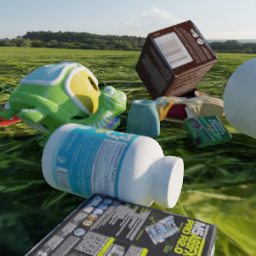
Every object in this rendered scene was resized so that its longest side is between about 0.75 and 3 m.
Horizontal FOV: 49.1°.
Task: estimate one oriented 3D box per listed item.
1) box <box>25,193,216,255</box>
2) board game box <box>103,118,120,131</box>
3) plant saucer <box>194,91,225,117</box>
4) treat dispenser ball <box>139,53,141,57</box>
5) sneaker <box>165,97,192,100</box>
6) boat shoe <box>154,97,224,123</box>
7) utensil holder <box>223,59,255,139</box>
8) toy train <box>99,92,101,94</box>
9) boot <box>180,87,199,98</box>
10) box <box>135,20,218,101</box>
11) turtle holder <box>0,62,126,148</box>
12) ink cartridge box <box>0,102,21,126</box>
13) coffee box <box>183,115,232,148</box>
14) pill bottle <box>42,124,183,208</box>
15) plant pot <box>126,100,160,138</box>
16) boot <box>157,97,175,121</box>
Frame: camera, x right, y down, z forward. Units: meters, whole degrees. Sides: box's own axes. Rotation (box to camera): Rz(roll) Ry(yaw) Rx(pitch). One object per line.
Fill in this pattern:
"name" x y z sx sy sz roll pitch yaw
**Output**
"box" -0.179 1.681 3.063 1.877 0.519 2.342 9 20 23
"board game box" -0.938 -0.045 8.770 0.995 0.215 1.478 4 19 15
"plant saucer" 3.194 -0.855 10.370 1.712 0.275 1.712 19 24 -9
"treat dispenser ball" 1.947 -3.892 16.543 2.638 2.638 2.638 0 18 0
"sneaker" 1.888 -0.828 10.356 1.866 0.699 0.841 -11 15 -29
"boat shoe" 2.008 -0.517 9.343 2.442 0.900 0.845 1 28 13
"utensil holder" 4.172 -0.563 6.984 2.385 2.385 2.807 -6 17 -18
"toy train" -1.321 -1.170 11.940 0.550 0.407 1.952 14 21 8
"boot" 3.098 -1.818 13.659 1.290 0.493 1.084 8 23 41
"box" 1.782 -2.532 11.175 2.000 2.021 2.436 -25 -14 -19
"turtle holder" -1.509 -0.612 6.521 2.018 1.886 2.655 37 -24 -21
"ink cartridge box" -3.839 -0.757 9.847 1.687 0.522 2.081 13 28 40
"coffee box" 2.055 0.066 7.183 1.254 0.276 0.771 -5 57 -38
"pill bottle" -0.251 0.693 4.876 2.280 1.263 1.263 10 21 25
"plant pot" 0.441 -0.317 8.386 1.035 0.972 1.035 -1 18 0
"boot" 1.164 -0.590 8.818 0.797 0.571 0.280 -36 54 -27
